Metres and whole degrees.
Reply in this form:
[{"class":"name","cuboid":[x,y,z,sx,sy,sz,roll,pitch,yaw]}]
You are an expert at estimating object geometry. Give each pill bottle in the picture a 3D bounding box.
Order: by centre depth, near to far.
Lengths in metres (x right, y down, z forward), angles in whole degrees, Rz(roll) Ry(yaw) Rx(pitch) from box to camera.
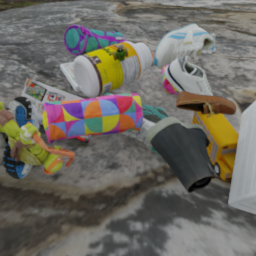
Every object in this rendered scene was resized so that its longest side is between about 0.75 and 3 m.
[{"class":"pill bottle","cuboid":[-0.405,-1.828,8.403,2.266,1.238,1.238,-27,42,-29]}]

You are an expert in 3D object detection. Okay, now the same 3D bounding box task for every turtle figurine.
[{"class":"turtle figurine","cuboid":[-2.205,0.300,6.101,2.282,2.830,0.911,39,79,5]}]

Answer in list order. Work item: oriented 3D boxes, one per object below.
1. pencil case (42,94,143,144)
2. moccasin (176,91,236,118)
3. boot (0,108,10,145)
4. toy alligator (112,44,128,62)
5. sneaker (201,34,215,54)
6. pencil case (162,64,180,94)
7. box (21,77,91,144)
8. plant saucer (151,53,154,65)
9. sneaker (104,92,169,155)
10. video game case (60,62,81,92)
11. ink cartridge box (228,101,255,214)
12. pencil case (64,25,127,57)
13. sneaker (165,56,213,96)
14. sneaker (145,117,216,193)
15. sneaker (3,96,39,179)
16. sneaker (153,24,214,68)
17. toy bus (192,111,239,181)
[{"class":"pencil case","cuboid":[-0.744,-0.231,6.256,2.239,0.990,0.990,-6,34,-20]},{"class":"moccasin","cuboid":[1.693,-0.469,6.121,1.288,0.471,0.497,15,60,5]},{"class":"boot","cuboid":[-3.081,-0.238,8.887,2.065,0.800,1.428,-30,47,-18]},{"class":"toy alligator","cuboid":[-0.196,-1.874,7.177,0.408,0.295,1.230,-16,6,3]},{"class":"sneaker","cuboid":[3.389,-4.733,15.111,2.701,1.171,1.013,3,35,6]},{"class":"pencil case","cuboid":[1.982,-2.425,11.655,1.185,1.185,2.681,1,35,2]},{"class":"box","cuboid":[-2.050,-0.509,8.231,2.267,1.248,0.394,21,7,2]},{"class":"plant saucer","cuboid":[1.024,-3.428,13.965,1.354,0.253,1.354,0,33,0]},{"class":"sneaker","cuboid":[0.460,-0.259,8.090,2.609,1.012,1.190,36,44,5]},{"class":"video game case","cuboid":[-1.521,-2.458,12.467,2.422,0.305,2.661,-14,36,-20]},{"class":"ink cartridge box","cuboid":[2.880,0.265,5.308,0.848,2.973,2.416,17,69,1]},{"class":"pencil case","cuboid":[-0.935,-2.658,8.754,0.981,0.903,2.122,-28,-8,38]},{"class":"sneaker","cuboid":[1.850,-1.126,7.561,1.871,0.753,0.715,38,48,-20]},{"class":"sneaker","cuboid":[1.329,0.654,5.901,2.512,0.939,1.334,11,44,-58]},{"class":"sneaker","cuboid":[-2.572,0.274,7.106,0.757,2.018,0.875,5,-5,5]},{"class":"sneaker","cuboid":[2.054,-2.966,10.384,2.807,1.074,1.134,-36,63,-26]},{"class":"toy bus","cuboid":[2.507,0.342,7.691,0.747,0.898,2.294,-5,37,-8]}]
